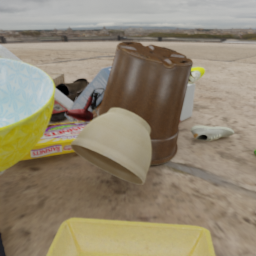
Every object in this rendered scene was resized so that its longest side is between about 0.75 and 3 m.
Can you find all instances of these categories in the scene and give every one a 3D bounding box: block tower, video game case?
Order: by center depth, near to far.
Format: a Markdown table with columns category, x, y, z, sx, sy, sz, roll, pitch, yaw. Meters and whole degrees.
| category | x | y | z | sx | sy | sz | roll | pitch | yaw |
| --- | --- | --- | --- | --- | --- | --- | --- | --- | --- |
| video game case | -3.112 | -0.966 | 7.361 | 2.993 | 2.140 | 0.261 | -6 | 55 | 43 |
| block tower | -3.668 | -2.070 | 13.197 | 0.705 | 0.755 | 2.612 | 1 | 22 | 4 |

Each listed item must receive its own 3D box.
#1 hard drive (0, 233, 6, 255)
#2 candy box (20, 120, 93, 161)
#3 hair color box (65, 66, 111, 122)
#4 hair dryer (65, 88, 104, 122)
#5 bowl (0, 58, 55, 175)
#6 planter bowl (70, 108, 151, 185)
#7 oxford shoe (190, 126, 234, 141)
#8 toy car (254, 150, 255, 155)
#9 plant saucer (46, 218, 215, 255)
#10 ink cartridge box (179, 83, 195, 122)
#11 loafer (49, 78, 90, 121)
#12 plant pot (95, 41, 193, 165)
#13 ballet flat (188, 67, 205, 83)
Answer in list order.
| category | x | y | z | sx | sy | sz | roll | pitch | yaw |
| --- | --- | --- | --- | --- | --- | --- | --- | --- | --- |
| hard drive | -2.780 | 1.880 | 2.987 | 2.771 | 0.586 | 1.869 | -12 | 24 | -29 |
| candy box | -1.804 | 0.252 | 7.274 | 2.956 | 0.390 | 1.511 | -7 | 22 | -31 |
| hair color box | -0.942 | -0.946 | 8.547 | 0.632 | 2.084 | 1.032 | 49 | 32 | 3 |
| hair dryer | -1.160 | -0.594 | 7.811 | 1.235 | 0.940 | 0.335 | -27 | 41 | -13 |
| bowl | -2.702 | 0.029 | 4.668 | 2.943 | 1.584 | 2.943 | 5 | 31 | -3 |
| planter bowl | -0.172 | 0.274 | 5.323 | 1.521 | 1.521 | 1.024 | 16 | 68 | 35 |
| oxford shoe | 2.357 | 0.189 | 7.821 | 1.276 | 0.480 | 0.368 | 3 | 61 | -14 |
| toy car | 3.626 | 0.407 | 6.831 | 1.121 | 1.192 | 0.266 | -31 | 58 | 4 |
| plant saucer | -0.007 | 1.901 | 3.087 | 2.048 | 0.496 | 2.048 | 2 | 20 | 5 |
| ink cartridge box | 0.510 | -1.029 | 9.606 | 2.894 | 1.212 | 2.088 | 14 | 21 | 33 |
| loafer | -2.078 | -1.223 | 9.950 | 0.928 | 0.907 | 2.542 | 2 | 35 | 20 |
| plant pot | 0.366 | -0.714 | 6.762 | 2.331 | 2.308 | 2.331 | 10 | 27 | -5 |
| ballet flat | 1.918 | -1.674 | 9.187 | 1.534 | 0.512 | 0.514 | -6 | 38 | -17 |
